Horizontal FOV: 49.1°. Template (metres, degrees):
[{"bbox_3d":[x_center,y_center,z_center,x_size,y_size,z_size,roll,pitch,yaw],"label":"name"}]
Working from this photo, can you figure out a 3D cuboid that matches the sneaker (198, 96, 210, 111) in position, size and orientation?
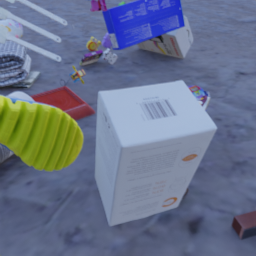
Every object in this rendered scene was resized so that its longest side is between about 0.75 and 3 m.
[{"bbox_3d":[1.623,-0.500,6.904,0.558,0.464,1.238,24,40,11],"label":"sneaker"}]

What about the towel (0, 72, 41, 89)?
[{"bbox_3d":[-4.334,-1.961,11.177,1.303,0.234,1.353,4,36,5],"label":"towel"}]

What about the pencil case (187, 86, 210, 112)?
[{"bbox_3d":[1.044,-0.488,8.355,2.826,1.103,1.227,-14,50,-20],"label":"pencil case"}]

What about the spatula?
[{"bbox_3d":[-2.469,-2.548,6.730,2.116,1.471,0.170,17,-17,-36],"label":"spatula"}]

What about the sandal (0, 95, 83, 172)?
[{"bbox_3d":[-1.947,-0.128,4.555,2.771,1.101,1.207,30,-3,-40],"label":"sandal"}]

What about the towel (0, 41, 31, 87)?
[{"bbox_3d":[-5.324,-2.502,10.881,2.816,1.205,2.332,-13,33,-10],"label":"towel"}]

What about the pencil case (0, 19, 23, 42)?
[{"bbox_3d":[-6.598,-4.616,14.087,1.344,1.232,2.963,-16,27,29],"label":"pencil case"}]

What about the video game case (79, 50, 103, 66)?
[{"bbox_3d":[-1.640,-3.092,12.390,0.907,0.822,0.162,-25,86,-30],"label":"video game case"}]

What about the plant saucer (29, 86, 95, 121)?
[{"bbox_3d":[-2.458,-0.749,9.356,2.028,0.372,2.024,-23,41,-28],"label":"plant saucer"}]

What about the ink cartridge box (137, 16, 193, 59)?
[{"bbox_3d":[1.482,-4.393,13.020,2.599,1.894,1.076,23,82,29],"label":"ink cartridge box"}]

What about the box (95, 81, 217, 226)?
[{"bbox_3d":[0.229,0.432,4.058,1.221,1.962,0.956,-10,49,-18],"label":"box"}]

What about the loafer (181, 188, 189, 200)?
[{"bbox_3d":[0.452,0.913,6.619,0.820,0.797,2.246,-29,44,-34],"label":"loafer"}]

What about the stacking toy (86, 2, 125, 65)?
[{"bbox_3d":[-0.667,-4.484,12.969,0.665,2.829,2.133,27,15,-42],"label":"stacking toy"}]

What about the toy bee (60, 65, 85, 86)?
[{"bbox_3d":[-1.447,-1.450,7.940,0.476,0.574,0.876,-22,35,42],"label":"toy bee"}]

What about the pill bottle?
[{"bbox_3d":[-3.530,0.175,7.046,1.522,1.522,2.750,15,38,21],"label":"pill bottle"}]

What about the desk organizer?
[{"bbox_3d":[2.580,1.908,5.642,0.891,0.320,0.343,-10,34,-13],"label":"desk organizer"}]

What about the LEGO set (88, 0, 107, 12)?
[{"bbox_3d":[-0.722,-2.354,4.567,0.399,0.973,0.371,-9,8,37],"label":"LEGO set"}]

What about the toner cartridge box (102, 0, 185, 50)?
[{"bbox_3d":[0.611,-3.825,9.856,2.845,1.351,0.614,-25,26,-20],"label":"toner cartridge box"}]
